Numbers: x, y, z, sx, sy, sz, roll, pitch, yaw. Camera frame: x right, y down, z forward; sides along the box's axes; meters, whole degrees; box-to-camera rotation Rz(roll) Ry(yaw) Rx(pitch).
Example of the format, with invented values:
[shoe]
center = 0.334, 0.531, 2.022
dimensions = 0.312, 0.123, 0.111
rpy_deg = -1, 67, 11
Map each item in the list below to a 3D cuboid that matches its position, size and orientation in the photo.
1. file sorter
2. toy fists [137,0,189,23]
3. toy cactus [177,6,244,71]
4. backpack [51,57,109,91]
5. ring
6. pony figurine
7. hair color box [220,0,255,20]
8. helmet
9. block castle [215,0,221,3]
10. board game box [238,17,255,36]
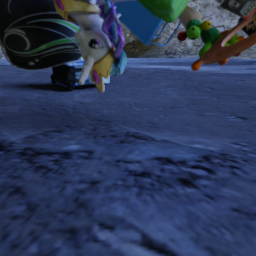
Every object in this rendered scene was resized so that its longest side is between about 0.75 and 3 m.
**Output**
[file sorter]
center = 0.591, -3.311, 7.993
dimensions = 1.057, 1.196, 1.724
rpy_deg = -10, 53, -49
[toy fists]
center = 0.278, -1.438, 2.764
dimensions = 0.672, 0.454, 1.319
rpy_deg = 39, 24, -19
[toy cactus]
center = 1.881, -2.376, 7.144
dimensions = 2.228, 1.139, 1.838
rpy_deg = -15, 59, -40
[backpack]
center = -2.280, -3.065, 14.305
dimensions = 2.685, 1.973, 2.457
rpy_deg = -8, 22, -37
[ring]
center = 2.356, -1.800, 4.738
dimensions = 2.443, 0.234, 2.443
rpy_deg = -36, 11, 8
[pony figurine]
center = -0.505, -2.152, 4.412
dimensions = 2.225, 2.672, 2.580
rpy_deg = -15, 22, 41
[hair color box]
center = 1.541, -2.000, 3.276
dimensions = 0.409, 1.281, 0.710
rpy_deg = 26, -26, -3
[helmet]
center = -1.770, -2.566, 6.296
dimensions = 2.274, 2.385, 2.385
rpy_deg = -15, 19, -10
[block castle]
center = 2.545, -3.717, 6.871
dimensions = 1.790, 1.196, 0.840
rpy_deg = 28, 26, -16
[board game box]
center = 3.679, -2.582, 6.381
dimensions = 1.846, 1.251, 0.319
rpy_deg = -34, 24, 53
